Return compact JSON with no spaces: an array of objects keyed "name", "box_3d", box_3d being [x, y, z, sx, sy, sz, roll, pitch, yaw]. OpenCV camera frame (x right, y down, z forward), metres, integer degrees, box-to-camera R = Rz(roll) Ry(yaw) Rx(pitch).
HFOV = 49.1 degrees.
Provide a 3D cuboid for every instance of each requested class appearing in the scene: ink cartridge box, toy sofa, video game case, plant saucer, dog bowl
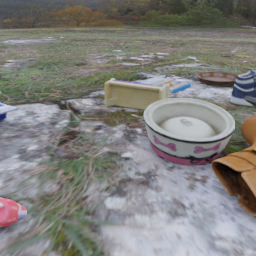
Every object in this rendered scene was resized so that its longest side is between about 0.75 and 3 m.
[{"name":"ink cartridge box","box_3d":[-5.211,-0.221,8.143,2.870,0.674,2.836,17,28,30]},{"name":"toy sofa","box_3d":[0.336,-1.181,9.911,2.213,0.916,1.080,11,27,22]},{"name":"video game case","box_3d":[1.657,-1.961,12.582,1.886,0.168,1.350,21,31,39]},{"name":"plant saucer","box_3d":[4.181,-2.287,13.134,1.863,0.321,1.863,1,24,0]},{"name":"dog bowl","box_3d":[1.461,0.063,7.003,2.199,0.811,2.199,0,31,0]}]

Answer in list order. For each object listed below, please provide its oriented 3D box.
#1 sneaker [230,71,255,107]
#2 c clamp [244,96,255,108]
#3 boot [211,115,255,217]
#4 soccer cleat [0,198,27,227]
[{"name":"sneaker","box_3d":[4.875,-1.363,9.950,2.221,1.205,0.778,8,25,17]},{"name":"c clamp","box_3d":[4.192,-0.147,7.005,2.228,0.353,2.608,21,13,-18]},{"name":"boot","box_3d":[2.703,0.575,5.830,2.278,1.085,2.945,-10,24,-14]},{"name":"soccer cleat","box_3d":[-2.513,1.389,4.795,1.610,0.537,0.616,0,-17,22]}]
